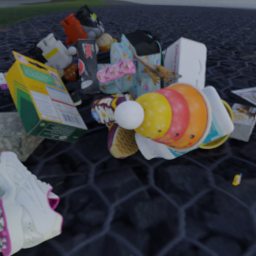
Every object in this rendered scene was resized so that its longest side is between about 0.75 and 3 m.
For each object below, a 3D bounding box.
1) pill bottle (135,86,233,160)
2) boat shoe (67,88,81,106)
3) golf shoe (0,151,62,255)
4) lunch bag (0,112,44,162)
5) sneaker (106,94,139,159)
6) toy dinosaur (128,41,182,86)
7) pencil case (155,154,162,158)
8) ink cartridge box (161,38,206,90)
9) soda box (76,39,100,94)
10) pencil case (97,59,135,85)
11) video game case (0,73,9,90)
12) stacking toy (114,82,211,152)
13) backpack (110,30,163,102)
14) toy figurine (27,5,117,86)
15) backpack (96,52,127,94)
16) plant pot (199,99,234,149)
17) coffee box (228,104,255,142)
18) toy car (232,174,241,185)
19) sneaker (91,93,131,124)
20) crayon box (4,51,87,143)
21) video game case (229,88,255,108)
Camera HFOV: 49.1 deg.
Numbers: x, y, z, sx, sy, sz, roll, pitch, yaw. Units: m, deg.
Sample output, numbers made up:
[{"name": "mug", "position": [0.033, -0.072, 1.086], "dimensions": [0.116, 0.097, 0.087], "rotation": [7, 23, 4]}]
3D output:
[{"name": "pill bottle", "position": [1.372, -0.010, 7.243], "dimensions": [2.325, 1.288, 1.288], "rotation": [-27, 24, 18]}, {"name": "boat shoe", "position": [-2.881, -1.117, 10.875], "dimensions": [2.108, 0.699, 0.788], "rotation": [-11, 31, -19]}, {"name": "golf shoe", "position": [-2.277, 1.477, 6.174], "dimensions": [1.280, 1.053, 2.796], "rotation": [-2, 33, -28]}, {"name": "lunch bag", "position": [-3.544, 0.163, 8.322], "dimensions": [1.692, 0.995, 1.388], "rotation": [9, 31, 7]}, {"name": "sneaker", "position": [-0.239, -0.043, 8.848], "dimensions": [1.309, 1.089, 2.906], "rotation": [-17, 29, 30]}, {"name": "toy dinosaur", "position": [0.647, -1.455, 7.027], "dimensions": [1.635, 0.494, 0.868], "rotation": [25, 23, -24]}, {"name": "pencil case", "position": [0.944, 0.467, 8.353], "dimensions": [0.455, 0.417, 1.004], "rotation": [-1, 29, 5]}, {"name": "ink cartridge box", "position": [1.509, -1.735, 9.438], "dimensions": [0.957, 1.643, 2.272], "rotation": [9, -12, -22]}, {"name": "soda box", "position": [-1.179, -1.786, 8.236], "dimensions": [0.548, 1.549, 0.491], "rotation": [-8, 10, -14]}, {"name": "pencil case", "position": [-0.283, -1.331, 6.696], "dimensions": [0.922, 0.399, 0.382], "rotation": [-18, 0, 22]}, {"name": "video game case", "position": [-5.258, -2.379, 13.500], "dimensions": [1.833, 0.328, 1.661], "rotation": [-14, 32, -24]}, {"name": "stacking toy", "position": [0.521, -0.215, 5.566], "dimensions": [2.071, 1.513, 1.513], "rotation": [-2, 24, -43]}, {"name": "backpack", "position": [0.267, -1.687, 8.138], "dimensions": [1.421, 1.854, 1.630], "rotation": [-19, 36, -7]}, {"name": "toy figurine", "position": [-2.258, -3.178, 11.392], "dimensions": [2.997, 2.085, 2.951], "rotation": [-47, 27, -17]}, {"name": "backpack", "position": [-0.727, -2.430, 12.138], "dimensions": [2.241, 1.718, 1.970], "rotation": [-7, 26, -23]}, {"name": "plant pot", "position": [2.246, -0.271, 8.753], "dimensions": [1.520, 1.520, 1.430], "rotation": [-5, 14, -9]}, {"name": "coffee box", "position": [3.770, -0.215, 9.376], "dimensions": [0.856, 0.597, 1.497], "rotation": [17, 33, 27]}, {"name": "toy car", "position": [3.170, 1.323, 6.922], "dimensions": [1.017, 0.338, 0.499], "rotation": [-5, 29, -9]}, {"name": "sneaker", "position": [-0.422, -0.392, 7.415], "dimensions": [1.032, 0.858, 2.290], "rotation": [-19, 12, -7]}, {"name": "crayon box", "position": [-2.488, -0.875, 8.260], "dimensions": [1.704, 0.699, 2.711], "rotation": [16, 37, -54]}, {"name": "video game case", "position": [5.526, -1.130, 11.345], "dimensions": [1.877, 0.265, 2.077], "rotation": [-10, 31, -18]}]
